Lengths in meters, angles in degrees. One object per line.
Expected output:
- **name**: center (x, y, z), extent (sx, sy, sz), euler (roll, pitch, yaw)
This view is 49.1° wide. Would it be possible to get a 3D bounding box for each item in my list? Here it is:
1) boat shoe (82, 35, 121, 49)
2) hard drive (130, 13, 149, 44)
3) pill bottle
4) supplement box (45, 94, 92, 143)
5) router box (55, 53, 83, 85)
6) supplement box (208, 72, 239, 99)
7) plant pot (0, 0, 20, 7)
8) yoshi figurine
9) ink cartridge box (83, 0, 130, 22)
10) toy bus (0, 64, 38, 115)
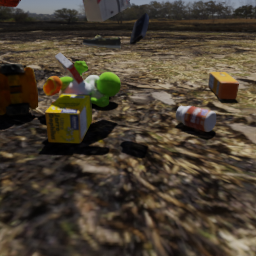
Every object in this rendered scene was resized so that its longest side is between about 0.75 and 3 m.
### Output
- **boat shoe**: center (-0.747, -2.437, 7.910), extent (1.090, 0.326, 0.390), euler (5, 13, 4)
- **hard drive**: center (0.342, -2.887, 8.199), extent (0.182, 0.862, 0.581), euler (28, -30, -29)
- **pill bottle**: center (2.036, -0.313, 8.502), extent (1.107, 0.621, 0.621), euler (20, 30, 40)
- **supplement box**: center (-1.671, -0.325, 8.163), extent (0.909, 0.904, 1.660), euler (1, 23, 3)
- **router box**: center (-1.730, -1.747, 8.255), extent (0.197, 0.725, 0.808), euler (-40, 53, -7)
- **supplement box**: center (4.053, -1.882, 12.059), extent (0.712, 0.736, 2.139), euler (2, 25, 3)
- **plant pot**: center (-3.790, -4.397, 8.666), extent (0.949, 1.076, 1.077), euler (13, -17, -36)
- **yoshi figurine**: center (-1.406, -1.480, 10.253), extent (1.661, 1.668, 2.967), euler (33, 34, 27)
- **ink cartridge box**: center (-0.714, -4.387, 9.236), extent (0.694, 1.208, 1.664), euler (16, 45, 32)
- **toy bus**: center (-4.541, -1.266, 9.802), extent (2.489, 1.689, 2.390), euler (-8, 8, -20)
